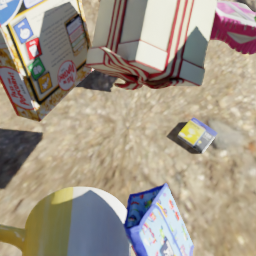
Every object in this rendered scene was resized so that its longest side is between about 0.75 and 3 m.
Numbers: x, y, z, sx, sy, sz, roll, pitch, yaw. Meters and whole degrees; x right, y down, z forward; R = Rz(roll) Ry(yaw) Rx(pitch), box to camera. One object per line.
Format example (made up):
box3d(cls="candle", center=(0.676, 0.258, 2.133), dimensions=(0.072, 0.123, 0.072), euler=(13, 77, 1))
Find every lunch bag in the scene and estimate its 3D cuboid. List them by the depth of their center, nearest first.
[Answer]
box3d(cls="lunch bag", center=(0.286, 1.273, 3.042), dimensions=(0.564, 1.199, 0.903), euler=(-22, 93, 15))

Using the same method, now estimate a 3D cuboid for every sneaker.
box3d(cls="sneaker", center=(2.278, -2.553, 6.676), dimensions=(2.131, 0.867, 0.940), euler=(31, 54, 10))

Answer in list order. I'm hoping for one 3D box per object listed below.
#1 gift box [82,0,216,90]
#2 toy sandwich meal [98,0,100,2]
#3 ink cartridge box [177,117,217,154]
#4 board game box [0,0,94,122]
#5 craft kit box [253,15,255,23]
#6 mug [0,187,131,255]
box3d(cls="gift box", center=(0.210, -1.458, 4.579), dimensions=(1.747, 1.612, 1.631), euler=(9, 92, -33))
box3d(cls="toy sandwich meal", center=(-0.069, -3.830, 6.826), dimensions=(2.542, 0.870, 2.542), euler=(1, 88, -31))
box3d(cls="ink cartridge box", center=(1.845, 0.158, 7.389), dimensions=(0.779, 0.185, 0.788), euler=(36, 71, 17))
box3d(cls="board game box", center=(-1.553, -1.762, 4.925), dimensions=(0.616, 2.661, 2.015), euler=(14, 46, 24))
box3d(cls="craft kit box", center=(2.643, -0.731, 3.703), dimensions=(0.427, 1.738, 1.760), euler=(-41, 40, 8))
box3d(cls="mug", center=(-0.854, 1.940, 3.613), dimensions=(1.995, 1.598, 1.638), euler=(-15, 24, -1))
